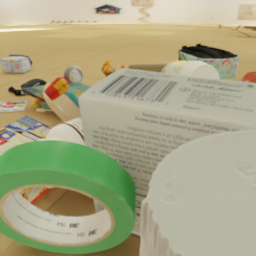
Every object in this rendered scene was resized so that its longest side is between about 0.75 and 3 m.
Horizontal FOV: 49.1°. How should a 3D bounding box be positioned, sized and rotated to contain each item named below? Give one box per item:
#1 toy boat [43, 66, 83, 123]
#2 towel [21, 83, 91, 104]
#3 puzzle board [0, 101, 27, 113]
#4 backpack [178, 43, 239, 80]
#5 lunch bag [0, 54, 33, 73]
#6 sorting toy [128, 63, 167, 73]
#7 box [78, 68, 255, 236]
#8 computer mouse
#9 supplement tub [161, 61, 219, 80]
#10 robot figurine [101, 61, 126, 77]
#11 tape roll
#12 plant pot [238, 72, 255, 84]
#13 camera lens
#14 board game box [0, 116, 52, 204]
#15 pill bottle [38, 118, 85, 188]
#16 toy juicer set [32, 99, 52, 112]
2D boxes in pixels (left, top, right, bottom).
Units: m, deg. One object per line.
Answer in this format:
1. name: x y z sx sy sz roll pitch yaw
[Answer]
1. toy boat: -1.706 -0.882 8.369 2.055 2.445 1.136 43 75 12
2. towel: -2.409 -1.357 11.133 2.077 0.307 2.832 23 25 30
3. puzzle board: -4.657 -0.822 10.841 1.349 0.117 1.017 -5 26 -11
4. backpack: 3.700 -2.834 12.952 2.263 1.919 2.549 -14 24 -28
5. lunch bag: -6.325 -3.698 15.987 1.258 0.943 1.484 4 21 7
6. sorting toy: 1.163 -2.261 12.485 2.486 0.333 1.852 -3 -17 -5
7. box: 0.725 0.580 4.742 2.478 2.694 1.414 12 34 23
8. computer mouse: -4.420 -1.906 12.764 1.864 0.429 1.309 -18 30 -32
9. supplement tub: 2.325 -1.807 10.851 1.555 1.555 2.145 -9 16 -18
10. robot figurine: -0.155 -1.648 9.396 1.343 0.539 1.852 7 27 -34
11. tape roll: -0.994 1.142 4.185 2.213 2.213 0.532 1 41 2
12. plant pot: 5.059 -1.742 11.871 1.009 1.038 1.038 -28 36 -31
13. camera lens: 1.210 1.621 2.553 2.128 2.660 2.128 -5 26 2
14. board game box: -2.530 0.725 6.551 1.950 0.596 2.574 22 31 16
15. pill bottle: -0.920 0.383 5.981 1.229 1.229 2.176 21 32 37
16. toy juicer set: -3.293 -0.960 10.850 0.832 0.356 1.308 -8 27 -17
